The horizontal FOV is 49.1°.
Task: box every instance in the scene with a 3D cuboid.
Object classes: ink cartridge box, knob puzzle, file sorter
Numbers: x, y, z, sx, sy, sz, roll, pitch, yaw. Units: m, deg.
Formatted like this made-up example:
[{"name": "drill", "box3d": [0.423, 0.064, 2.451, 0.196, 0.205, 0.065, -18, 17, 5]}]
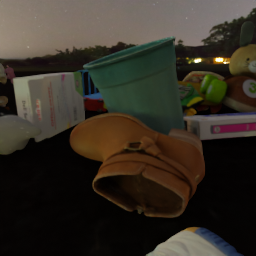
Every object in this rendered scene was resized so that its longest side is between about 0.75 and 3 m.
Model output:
[{"name": "ink cartridge box", "box3d": [-2.118, -0.647, 7.417, 0.873, 1.518, 2.593, 1, 13, 16]}, {"name": "knob puzzle", "box3d": [2.908, -1.610, 11.102, 1.993, 0.276, 1.993, 3, -29, 2]}, {"name": "ink cartridge box", "box3d": [2.832, -0.116, 6.980, 2.827, 0.524, 1.339, -6, 7, -7]}, {"name": "file sorter", "box3d": [-1.216, -2.034, 13.215, 1.625, 1.437, 2.342, 5, 16, 23]}]

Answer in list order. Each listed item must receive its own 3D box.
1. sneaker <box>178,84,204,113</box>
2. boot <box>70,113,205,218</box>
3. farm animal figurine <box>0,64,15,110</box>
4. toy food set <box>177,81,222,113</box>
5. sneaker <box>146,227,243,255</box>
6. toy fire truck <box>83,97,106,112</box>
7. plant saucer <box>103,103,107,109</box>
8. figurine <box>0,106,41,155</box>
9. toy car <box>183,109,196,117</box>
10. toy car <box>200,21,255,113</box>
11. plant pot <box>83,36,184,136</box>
[{"name": "sneaker", "box3d": [1.413, -0.824, 8.541, 2.058, 0.877, 0.803, -19, -19, -42]}, {"name": "boot", "box3d": [-0.141, 0.469, 4.343, 2.570, 0.947, 1.988, 2, 18, 19]}, {"name": "farm animal figurine", "box3d": [-4.144, -1.106, 8.619, 0.905, 1.799, 1.453, 24, 9, 39]}, {"name": "toy food set", "box3d": [2.528, -0.962, 10.242, 2.632, 0.860, 1.548, 3, 35, -17]}, {"name": "sneaker", "box3d": [0.619, 1.376, 1.139, 1.055, 0.901, 2.393, -19, 14, -23]}, {"name": "toy fire truck", "box3d": [-1.678, -1.006, 10.875, 1.829, 0.446, 1.290, 4, 14, -1]}, {"name": "plant saucer", "box3d": [0.178, -1.137, 9.578, 1.774, 1.776, 0.425, -9, 61, -22]}, {"name": "figurine", "box3d": [-3.589, -0.024, 5.960, 2.823, 1.246, 2.894, -6, 15, -38]}, {"name": "toy car", "box3d": [0.793, -0.578, 8.424, 2.227, 1.093, 0.741, 5, 48, 45]}, {"name": "toy car", "box3d": [3.800, -1.843, 8.730, 2.108, 2.567, 2.025, 18, 19, -3]}, {"name": "plant pot", "box3d": [0.287, -0.730, 6.167, 2.008, 1.967, 2.008, -16, 17, 5]}]
